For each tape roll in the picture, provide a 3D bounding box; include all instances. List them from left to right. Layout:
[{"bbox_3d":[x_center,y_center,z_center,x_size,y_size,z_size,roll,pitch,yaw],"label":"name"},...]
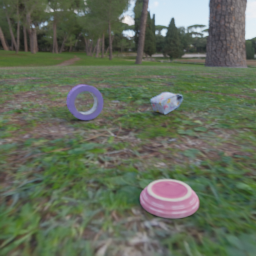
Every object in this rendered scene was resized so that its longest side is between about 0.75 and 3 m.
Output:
[{"bbox_3d":[-1.942,-1.146,12.565,1.534,1.534,0.652,-6,13,-20],"label":"tape roll"}]

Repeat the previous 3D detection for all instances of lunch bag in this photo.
[{"bbox_3d":[1.951,-1.277,13.905,1.285,0.817,1.090,-31,25,-19],"label":"lunch bag"}]

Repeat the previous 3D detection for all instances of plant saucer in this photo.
[{"bbox_3d":[0.873,1.444,5.969,1.239,0.314,1.239,-1,16,0],"label":"plant saucer"}]
